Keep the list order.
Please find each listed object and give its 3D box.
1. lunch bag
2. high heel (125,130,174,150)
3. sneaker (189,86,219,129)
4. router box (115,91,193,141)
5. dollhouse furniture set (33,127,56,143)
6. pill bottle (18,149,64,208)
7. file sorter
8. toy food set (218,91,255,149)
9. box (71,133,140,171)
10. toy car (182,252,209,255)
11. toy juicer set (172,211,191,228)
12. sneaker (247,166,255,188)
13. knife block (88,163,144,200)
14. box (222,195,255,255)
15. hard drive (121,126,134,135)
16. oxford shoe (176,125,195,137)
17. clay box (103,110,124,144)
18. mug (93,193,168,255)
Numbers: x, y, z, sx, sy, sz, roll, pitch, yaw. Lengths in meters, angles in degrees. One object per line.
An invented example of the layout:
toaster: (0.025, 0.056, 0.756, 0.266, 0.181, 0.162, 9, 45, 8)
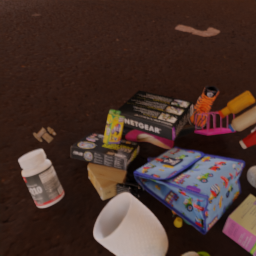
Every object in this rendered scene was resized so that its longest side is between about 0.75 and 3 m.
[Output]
lunch bag: (1.789, 1.588, 8.947, 2.901, 1.365, 2.184, 21, 36, 40)
high heel: (0.807, 0.519, 11.032, 1.961, 0.661, 0.941, -4, 53, 11)
sneaker: (3.332, -1.071, 12.350, 0.866, 1.251, 2.232, 21, 54, 8)
router box: (1.042, -0.589, 11.230, 2.569, 0.656, 1.916, 17, 43, 30)
dollhouse furniture set: (-3.235, 0.249, 10.985, 0.399, 0.818, 0.697, 38, 74, 12)
pill bottle: (-2.733, 1.569, 8.764, 0.928, 1.629, 0.928, -19, 14, 5)
file sorter: (3.497, -0.213, 11.344, 1.325, 0.831, 0.921, -5, 8, -17)
toy food set: (4.698, 0.247, 10.336, 1.313, 2.919, 1.393, -34, 15, 24)
box: (-0.789, 0.820, 10.354, 2.108, 0.467, 1.689, 11, 19, 15)
toy car: (1.491, 3.774, 6.238, 1.311, 1.259, 1.596, 10, 31, -36)
toy juicer set: (1.869, 2.646, 8.609, 1.140, 0.310, 0.725, -3, 39, -13)
sneaker: (5.278, 1.920, 9.214, 1.374, 0.873, 2.409, 19, -3, -43)
knife block: (-0.360, 1.728, 9.562, 1.575, 0.574, 1.794, -17, 38, -25)
box: (3.738, 2.859, 7.939, 1.313, 0.722, 1.493, -26, 44, -36)
hard drive: (0.225, -0.109, 12.050, 1.410, 0.298, 0.951, 2, 48, 2)
oxford shoe: (1.941, -0.013, 11.602, 1.704, 0.619, 0.719, -5, 61, -10)
clay box: (-0.482, -0.027, 9.916, 0.278, 1.168, 0.671, 15, 6, 34)
mug: (0.112, 2.692, 7.461, 1.397, 1.659, 1.892, -48, 16, -4)
